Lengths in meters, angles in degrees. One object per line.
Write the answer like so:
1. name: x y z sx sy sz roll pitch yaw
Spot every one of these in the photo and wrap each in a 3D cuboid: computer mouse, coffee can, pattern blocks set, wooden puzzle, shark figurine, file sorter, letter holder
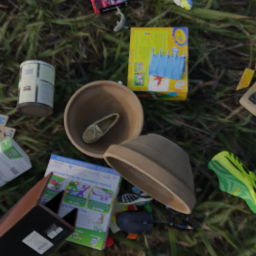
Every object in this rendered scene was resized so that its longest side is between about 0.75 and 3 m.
1. computer mouse: 0.929 3.180 9.375 2.706 0.461 0.793 4 77 -6
2. coffee can: -3.401 -1.421 10.407 1.268 1.268 1.732 -1 74 0
3. pattern blocks set: -0.277 2.982 9.731 2.135 0.173 1.877 -21 75 -5
4. wooden puzzle: 5.351 -1.127 10.842 2.558 0.299 1.726 36 77 9
5. shark figurine: -0.275 -4.579 11.759 0.623 0.435 1.042 2 76 -1
6. file sorter: 1.348 -2.286 9.839 1.179 0.723 0.818 11 77 8
7. letter holder: -2.877 2.887 8.564 2.677 1.903 1.346 -42 108 14

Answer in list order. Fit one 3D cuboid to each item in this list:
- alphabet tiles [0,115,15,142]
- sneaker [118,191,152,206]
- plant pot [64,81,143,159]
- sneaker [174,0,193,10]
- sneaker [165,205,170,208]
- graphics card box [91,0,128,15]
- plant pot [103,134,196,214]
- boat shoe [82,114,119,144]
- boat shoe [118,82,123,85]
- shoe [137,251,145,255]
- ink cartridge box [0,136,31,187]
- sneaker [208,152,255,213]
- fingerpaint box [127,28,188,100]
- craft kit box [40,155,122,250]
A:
1. alphabet tiles: -5.685 0.379 10.522 2.631 0.083 2.189 13 75 4
2. sneaker: 0.270 2.496 9.614 1.268 0.513 0.468 -4 39 -9
3. plant pot: -0.817 -0.204 10.076 2.729 1.260 2.729 0 75 1
4. sneaker: 2.398 -5.461 12.085 0.892 0.338 0.468 39 66 3
5. sneaker: 1.576 1.948 9.818 0.653 0.588 1.676 -1 73 8
6. graphics card box: -0.814 -5.513 12.040 1.478 0.376 0.927 -17 75 -6
7. plant pot: 0.852 1.144 8.350 2.980 2.980 1.376 33 74 9
8. boat shoe: -0.985 -0.040 10.074 0.578 0.494 1.577 49 61 -1
9. boat shoe: -0.165 -1.345 10.918 0.342 0.348 0.965 -9 82 -14
10. shoe: 0.201 4.758 8.770 0.485 0.636 1.818 32 46 1
11. ink cartridge box: -4.409 1.266 9.616 1.655 1.209 0.698 -32 40 -9
12. sneaker: 3.797 1.919 9.734 2.549 1.065 0.944 51 46 -3
13. fingerpaint box: 1.154 -2.447 10.787 2.208 0.971 2.647 1 75 6
14. craft kit box: -1.741 2.463 9.567 2.620 0.636 2.587 13 71 9
